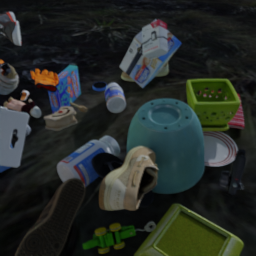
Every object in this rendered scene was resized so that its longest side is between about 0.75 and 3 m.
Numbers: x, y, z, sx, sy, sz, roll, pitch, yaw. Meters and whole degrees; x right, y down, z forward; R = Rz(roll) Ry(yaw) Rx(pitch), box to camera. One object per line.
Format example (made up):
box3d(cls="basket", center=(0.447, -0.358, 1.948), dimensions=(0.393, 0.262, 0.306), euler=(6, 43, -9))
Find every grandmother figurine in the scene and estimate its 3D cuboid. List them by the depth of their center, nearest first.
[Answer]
box3d(cls="grandmother figurine", center=(-4.839, -0.915, 13.090), dimensions=(1.857, 0.562, 1.126), euler=(20, 61, 19))

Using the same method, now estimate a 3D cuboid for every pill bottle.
box3d(cls="pill bottle", center=(-1.302, 1.172, 9.832), dimensions=(1.202, 1.202, 2.142), euler=(28, 46, 31))
box3d(cls="pill bottle", center=(-0.657, -1.503, 13.502), dimensions=(0.899, 0.899, 1.605), euler=(-6, 38, -7))

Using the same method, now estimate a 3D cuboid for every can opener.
box3d(cls="can opener", center=(2.122, 0.912, 5.544), dimensions=(0.479, 1.217, 0.386), euler=(3, 47, 5))

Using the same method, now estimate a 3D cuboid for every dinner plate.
box3d(cls="dinner plate", center=(3.154, 0.788, 11.079), dimensions=(2.219, 0.269, 2.219), euler=(0, 37, 0))

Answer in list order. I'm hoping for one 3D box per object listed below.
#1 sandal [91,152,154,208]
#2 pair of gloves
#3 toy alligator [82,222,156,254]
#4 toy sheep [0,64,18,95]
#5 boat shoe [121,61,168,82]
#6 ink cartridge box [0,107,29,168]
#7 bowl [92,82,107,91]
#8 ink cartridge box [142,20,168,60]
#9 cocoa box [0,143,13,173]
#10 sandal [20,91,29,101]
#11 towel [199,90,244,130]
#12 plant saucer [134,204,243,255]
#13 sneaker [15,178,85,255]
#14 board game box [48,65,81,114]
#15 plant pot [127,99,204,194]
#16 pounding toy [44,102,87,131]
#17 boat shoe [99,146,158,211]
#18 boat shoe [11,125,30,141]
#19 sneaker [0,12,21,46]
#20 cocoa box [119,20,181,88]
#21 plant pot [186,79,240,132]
box3d(cls="sandal", center=(-0.110, 1.561, 9.099), dimensions=(2.388, 0.511, 0.908), euler=(37, 52, 5))
box3d(cls="pair of gloves", center=(-3.168, -1.614, 8.043), dimensions=(2.353, 0.291, 2.097), euler=(9, 20, -20))
box3d(cls="toy alligator", center=(-0.269, 3.029, 8.003), dimensions=(2.109, 0.625, 0.572), euler=(-12, -1, -15))
box3d(cls="toy sheep", center=(-4.228, -1.603, 9.541), dimensions=(0.930, 1.349, 0.930), euler=(25, 43, -26))
box3d(cls="boat shoe", center=(0.951, -3.338, 15.796), dimensions=(2.879, 0.956, 1.065), euler=(-16, 41, -19))
box3d(cls="ink cartridge box", center=(-3.644, 0.098, 6.438), dimensions=(2.370, 1.365, 0.804), euler=(12, -8, -23))
box3d(cls="bowl", center=(-1.515, -2.234, 15.040), dimensions=(0.795, 0.156, 0.795), euler=(0, 38, 0))
box3d(cls="ink cartridge box", center=(0.907, -2.991, 9.565), dimensions=(0.778, 1.071, 0.447), euler=(-11, -15, 43))
box3d(cls="cocoa box", center=(-5.403, 0.195, 9.650), dimensions=(1.921, 2.927, 1.952), euler=(-29, 46, -32))
box3d(cls="sandal", center=(-5.292, -1.702, 14.273), dimensions=(0.343, 0.257, 0.896), euler=(-4, 38, -5))
box3d(cls="towel", center=(4.352, -0.936, 13.257), dimensions=(2.005, 0.312, 2.773), euler=(8, 40, 10))
box3d(cls="plant saucer", center=(1.711, 3.241, 7.688), dimensions=(2.335, 0.559, 2.332), euler=(25, 44, 29))
box3d(cls="sneaker", center=(-2.161, 2.821, 8.036), dimensions=(1.025, 1.099, 2.910), euler=(36, 63, -7))
box3d(cls="board game box", center=(-3.001, -1.821, 13.352), dimensions=(0.470, 1.589, 2.089), euler=(11, 40, 15))
box3d(cls="plant pot", center=(1.266, 0.401, 9.720), dimensions=(2.886, 2.316, 2.886), euler=(-4, 39, 3))
box3d(cls="pounding toy", center=(-1.882, -0.468, 8.161), dimensions=(0.707, 0.710, 1.237), euler=(23, 36, 39))
box3d(cls="boat shoe", center=(0.304, 1.291, 7.212), dimensions=(0.960, 1.061, 2.976), euler=(5, 18, 21))
box3d(cls="boat shoe", center=(-3.448, 0.003, 7.603), dimensions=(1.660, 0.580, 0.550), euler=(17, 48, 18))
box3d(cls="sneaker", center=(-4.449, -3.540, 10.133), dimensions=(0.906, 0.852, 2.211), euler=(-11, 39, -25))
box3d(cls="cocoa box", center=(0.881, -3.041, 11.841), dimensions=(1.467, 2.235, 1.491), euler=(43, 63, 0))
box3d(cls="plant pot", center=(3.355, -0.864, 11.632), dimensions=(1.808, 1.649, 1.817), euler=(0, 40, 0))
